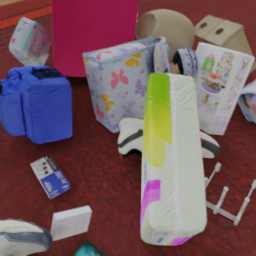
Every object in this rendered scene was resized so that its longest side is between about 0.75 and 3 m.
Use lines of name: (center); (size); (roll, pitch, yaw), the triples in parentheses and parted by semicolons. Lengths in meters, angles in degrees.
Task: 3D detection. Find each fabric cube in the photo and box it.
fabric cube: (-1.313, -3.889, 10.824); (2.941, 2.989, 2.998); (0, 32, -7)

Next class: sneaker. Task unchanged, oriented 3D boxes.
sneaker: (1.047, 0.558, 7.638); (2.801, 1.032, 1.120); (10, 68, 6)
sneaker: (-2.738, 2.569, 5.106); (2.781, 1.079, 1.200); (-14, 46, -1)

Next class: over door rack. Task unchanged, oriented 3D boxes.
over door rack: (2.379, 1.467, 6.733); (1.087, 0.490, 1.471); (26, 46, 27)

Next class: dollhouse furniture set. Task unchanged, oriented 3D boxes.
dollhouse furniture set: (2.914, -2.417, 10.732); (2.836, 1.998, 1.987); (-42, 38, 4)

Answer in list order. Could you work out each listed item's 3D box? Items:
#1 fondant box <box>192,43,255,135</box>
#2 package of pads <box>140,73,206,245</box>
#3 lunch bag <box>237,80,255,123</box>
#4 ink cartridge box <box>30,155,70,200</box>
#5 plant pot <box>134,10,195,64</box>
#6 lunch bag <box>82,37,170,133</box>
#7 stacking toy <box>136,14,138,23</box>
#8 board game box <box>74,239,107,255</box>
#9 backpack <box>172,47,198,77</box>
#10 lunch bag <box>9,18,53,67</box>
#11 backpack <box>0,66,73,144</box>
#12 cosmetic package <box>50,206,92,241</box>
fondant box: (2.427, -1.165, 8.216); (0.672, 2.308, 1.665); (4, 22, -30)
package of pads: (0.800, 0.736, 5.708); (1.012, 2.292, 2.967); (2, 62, 2)
lunch bag: (4.646, -0.791, 8.873); (1.685, 1.263, 1.987); (-32, 59, -30)
ink cartridge box: (-1.966, 1.211, 7.049); (0.547, 0.257, 1.164); (-28, 47, -23)
plant pot: (1.119, -3.529, 10.682); (1.560, 2.323, 2.323); (16, 22, -46)
lunch bag: (0.246, -1.439, 8.638); (2.687, 2.279, 1.708); (-21, 30, -25)
stacking toy: (-0.055, -4.723, 13.692); (1.805, 1.805, 2.470); (-13, 61, -15)
board game box: (-0.541, 2.844, 5.081); (1.401, 0.197, 0.947); (27, 59, 26)
backpack: (1.674, -1.902, 8.118); (0.643, 0.795, 0.835); (-23, 62, 7)
lunch bag: (-3.712, -3.128, 10.863); (0.749, 1.943, 1.559); (19, 82, 9)
backpack: (-2.787, -0.874, 8.144); (1.994, 1.931, 2.376); (-5, 27, -29)
cosmetic package: (-1.168, 1.947, 5.736); (0.765, 0.577, 0.198); (-3, 33, -34)
